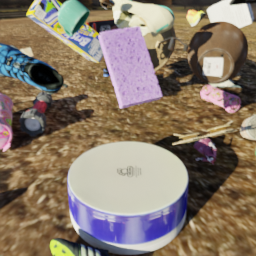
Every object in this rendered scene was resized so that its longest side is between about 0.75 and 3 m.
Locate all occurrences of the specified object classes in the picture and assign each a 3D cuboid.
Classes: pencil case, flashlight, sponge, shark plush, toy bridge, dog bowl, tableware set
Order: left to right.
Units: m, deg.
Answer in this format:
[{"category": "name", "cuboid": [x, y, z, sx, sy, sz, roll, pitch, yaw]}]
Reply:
[{"category": "pencil case", "cuboid": [-4.782, -0.248, 10.087, 1.279, 1.279, 2.925, -10, 30, -18]}, {"category": "flashlight", "cuboid": [-3.548, -0.711, 11.197, 0.953, 0.956, 2.814, 0, 28, -4]}, {"category": "dog bowl", "cuboid": [-0.005, 1.493, 6.765, 2.840, 1.118, 2.840, 0, 27, 0]}, {"category": "sponge", "cuboid": [0.044, -1.473, 6.715, 1.039, 1.863, 0.278, -15, -7, -13]}, {"category": "toy bridge", "cuboid": [1.626, -3.123, 10.433, 1.373, 0.462, 0.187, 20, 5, 36]}, {"category": "tableware set", "cuboid": [1.631, 0.097, 6.026, 1.232, 0.247, 0.814, -18, -10, 36]}, {"category": "pencil case", "cuboid": [4.105, -1.327, 12.592, 0.810, 0.775, 1.873, 25, 11, -36]}, {"category": "shark plush", "cuboid": [5.156, -2.477, 14.987, 1.919, 0.872, 0.799, 2, -3, 13]}]

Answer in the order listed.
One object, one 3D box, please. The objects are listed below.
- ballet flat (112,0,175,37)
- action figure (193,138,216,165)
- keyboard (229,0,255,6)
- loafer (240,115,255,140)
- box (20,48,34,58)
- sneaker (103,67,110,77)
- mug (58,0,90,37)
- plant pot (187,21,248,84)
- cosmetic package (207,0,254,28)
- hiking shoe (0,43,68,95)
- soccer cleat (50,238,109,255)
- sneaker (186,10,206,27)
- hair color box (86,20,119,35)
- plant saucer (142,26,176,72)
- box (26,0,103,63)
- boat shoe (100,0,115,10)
[{"category": "ballet flat", "cuboid": [0.139, -3.251, 8.329, 1.022, 1.022, 2.942, -15, 32, -27]}, {"category": "action figure", "cuboid": [2.516, 0.822, 8.916, 0.692, 0.769, 1.033, -39, 39, 17]}, {"category": "keyboard", "cuboid": [3.395, -3.611, 7.695, 1.063, 0.136, 0.638, -9, -3, -5]}, {"category": "loafer", "cuboid": [4.768, -0.065, 10.277, 2.547, 0.916, 0.801, -19, -3, -36]}, {"category": "box", "cuboid": [-3.507, -2.264, 9.924, 0.467, 0.570, 1.200, -19, 53, -16]}, {"category": "sneaker", "cuboid": [-1.081, -3.533, 17.094, 0.452, 0.502, 1.290, 13, 30, 24]}, {"category": "mug", "cuboid": [-1.454, -2.766, 7.059, 0.556, 0.900, 0.739, 40, 20, -7]}, {"category": "plant pot", "cuboid": [3.130, -2.475, 10.016, 2.277, 2.277, 2.436, 8, 28, 16]}, {"category": "cosmetic package", "cuboid": [4.143, -4.592, 11.312, 1.430, 1.180, 1.178, -14, 20, 35]}, {"category": "hiking shoe", "cuboid": [-3.238, -1.934, 8.569, 2.833, 1.054, 1.228, 19, -7, -25]}, {"category": "soccer cleat", "cuboid": [-0.784, 2.561, 5.453, 1.631, 0.551, 0.661, 18, 19, 23]}, {"category": "sneaker", "cuboid": [2.243, -3.800, 9.567, 0.439, 0.507, 1.123, -43, 10, 2]}, {"category": "hair color box", "cuboid": [-0.428, -4.224, 12.699, 2.684, 1.362, 0.822, -11, 20, -11]}, {"category": "plant saucer", "cuboid": [0.857, -3.288, 11.368, 2.474, 2.474, 0.364, 23, 3, 37]}, {"category": "box", "cuboid": [-2.213, -3.719, 10.656, 2.998, 0.964, 1.050, 32, -1, -35]}, {"category": "boat shoe", "cuboid": [-0.599, -3.405, 7.586, 0.306, 0.307, 0.847, 36, 11, 9]}]
